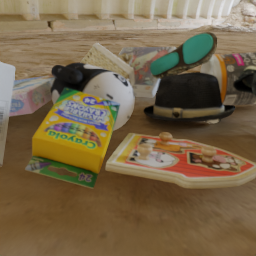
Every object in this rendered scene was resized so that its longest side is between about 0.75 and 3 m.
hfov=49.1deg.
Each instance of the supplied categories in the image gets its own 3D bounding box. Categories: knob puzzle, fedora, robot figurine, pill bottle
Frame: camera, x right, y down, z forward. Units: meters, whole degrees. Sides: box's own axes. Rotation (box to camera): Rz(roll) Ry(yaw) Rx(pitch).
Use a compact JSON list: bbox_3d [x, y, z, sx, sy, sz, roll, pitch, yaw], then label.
[{"bbox_3d":[1.169,0.472,5.469,3.002,0.416,3.002,6,11,-1],"label":"knob puzzle"},{"bbox_3d":[1.714,-0.971,8.110,2.630,1.201,2.630,-3,13,1],"label":"fedora"},{"bbox_3d":[-1.026,-0.910,7.728,1.987,1.650,2.645,-16,29,-40],"label":"robot figurine"},{"bbox_3d":[4.034,-1.625,9.286,2.946,1.714,1.714,-4,23,-1],"label":"pill bottle"}]

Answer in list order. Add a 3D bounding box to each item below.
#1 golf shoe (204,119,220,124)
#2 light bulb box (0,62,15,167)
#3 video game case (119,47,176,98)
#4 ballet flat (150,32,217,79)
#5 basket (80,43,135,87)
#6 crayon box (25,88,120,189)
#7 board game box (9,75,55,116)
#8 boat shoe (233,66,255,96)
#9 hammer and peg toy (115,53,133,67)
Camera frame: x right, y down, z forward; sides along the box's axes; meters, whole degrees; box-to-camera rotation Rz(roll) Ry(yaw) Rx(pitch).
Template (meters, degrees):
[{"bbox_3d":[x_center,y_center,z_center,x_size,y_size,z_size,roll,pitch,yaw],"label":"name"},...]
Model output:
[{"bbox_3d":[2.204,-0.317,8.057,0.428,0.353,0.907,0,8,-43],"label":"golf shoe"},{"bbox_3d":[-3.709,-0.404,5.548,2.212,2.192,1.380,11,4,19],"label":"light bulb box"},{"bbox_3d":[0.334,-2.289,11.026,2.446,0.308,2.685,8,53,29],"label":"video game case"},{"bbox_3d":[1.889,-2.213,8.908,1.032,0.929,2.740,3,-12,-37],"label":"ballet flat"},{"bbox_3d":[-0.703,-1.778,9.200,1.618,1.097,0.998,38,79,12],"label":"basket"},{"bbox_3d":[-0.998,0.087,5.564,1.290,0.529,2.052,16,41,-1],"label":"crayon box"},{"bbox_3d":[-3.705,-0.983,8.700,2.865,0.621,2.851,-7,21,10],"label":"board game box"},{"bbox_3d":[3.374,-1.090,7.032,0.729,0.821,2.198,-34,23,0],"label":"boat shoe"},{"bbox_3d":[-0.864,-2.256,10.667,1.948,0.687,1.433,12,67,32],"label":"hammer and peg toy"}]
